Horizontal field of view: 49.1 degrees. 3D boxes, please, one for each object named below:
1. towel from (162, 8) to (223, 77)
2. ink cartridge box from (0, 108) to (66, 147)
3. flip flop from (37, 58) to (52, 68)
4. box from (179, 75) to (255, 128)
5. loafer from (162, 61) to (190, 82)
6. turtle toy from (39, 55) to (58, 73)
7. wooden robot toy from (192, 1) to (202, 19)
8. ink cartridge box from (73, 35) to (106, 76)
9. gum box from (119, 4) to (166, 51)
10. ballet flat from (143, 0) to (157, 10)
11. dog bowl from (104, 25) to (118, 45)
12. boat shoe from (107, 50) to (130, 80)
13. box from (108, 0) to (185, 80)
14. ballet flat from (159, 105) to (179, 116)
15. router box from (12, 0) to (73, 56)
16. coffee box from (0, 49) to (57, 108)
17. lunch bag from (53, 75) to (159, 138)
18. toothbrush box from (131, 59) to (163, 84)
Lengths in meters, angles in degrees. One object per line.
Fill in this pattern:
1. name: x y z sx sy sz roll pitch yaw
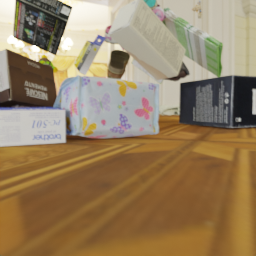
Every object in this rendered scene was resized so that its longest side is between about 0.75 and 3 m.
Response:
1. towel: 2.584 -3.418 11.213 2.949 0.453 2.200 44 -2 27
2. ink cartridge box: -2.661 -0.031 4.853 2.869 0.634 1.349 -2 6 -26
3. flip flop: -3.329 -2.537 11.133 0.698 0.495 1.720 3 14 -14
4. box: 3.473 -0.834 9.328 2.573 1.536 2.616 -2 4 -24
5. loafer: 1.475 -2.085 9.734 0.908 1.037 2.885 -35 -4 18
6. turtle toy: -3.890 -2.598 12.643 0.678 0.978 1.342 -5 44 43
7. wooden robot toy: 2.583 -4.425 10.553 0.342 0.754 0.332 -4 -14 19
8. ink cartridge box: -1.761 -3.373 12.494 0.428 1.820 1.798 24 13 -25
9. gum box: 0.487 -3.825 10.665 1.893 0.626 1.074 -39 12 -11
10. ballet flat: 0.719 -4.105 9.233 0.358 0.388 1.149 29 18 -41
11. dog bowl: -0.379 -4.313 12.804 1.536 0.566 1.536 0 33 0
12. boat shoe: -0.512 -2.660 12.114 0.877 0.829 2.439 19 34 0
13. box: 0.551 -2.233 7.328 0.785 0.959 2.019 -4 -33 48
14. ballet flat: 3.049 -1.087 18.593 2.286 0.820 0.820 -4 5 -11
15. router box: -2.700 -3.240 8.664 1.496 0.620 1.996 20 -24 -18
16. coffee box: -3.231 -0.746 6.523 2.731 1.090 1.544 -11 -8 22
17. lunch bag: -0.570 -0.417 5.923 1.717 1.287 2.025 1 -3 -25
18. toothbrush box: 1.224 -3.016 12.488 1.568 0.927 2.153 35 28 -2
